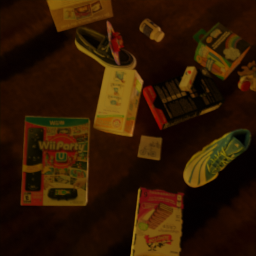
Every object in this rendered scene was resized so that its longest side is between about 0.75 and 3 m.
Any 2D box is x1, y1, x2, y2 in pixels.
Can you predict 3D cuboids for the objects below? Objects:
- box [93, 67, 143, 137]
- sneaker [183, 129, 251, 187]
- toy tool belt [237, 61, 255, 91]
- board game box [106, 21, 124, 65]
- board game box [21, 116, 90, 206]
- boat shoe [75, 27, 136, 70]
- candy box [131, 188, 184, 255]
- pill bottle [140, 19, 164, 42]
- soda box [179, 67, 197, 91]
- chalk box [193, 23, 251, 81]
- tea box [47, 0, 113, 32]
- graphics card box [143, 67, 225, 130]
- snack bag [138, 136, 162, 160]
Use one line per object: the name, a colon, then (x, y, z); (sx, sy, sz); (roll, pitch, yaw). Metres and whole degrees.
box: (-0.334, -0.913, 10.404); (1.158, 1.286, 2.286); (10, 84, 16)
sneaker: (3.219, 0.930, 10.022); (2.931, 1.540, 1.110); (-39, 74, -14)
toy tool belt: (5.163, -2.133, 11.588); (1.885, 1.177, 1.158); (-18, 39, -10)
board game box: (-0.436, -3.399, 11.116); (0.337, 1.367, 1.731); (-12, 69, 12)
board game box: (-2.458, 1.128, 9.693); (2.168, 0.944, 2.938); (1, 84, -5)
boat shoe: (-1.045, -3.360, 11.946); (2.951, 1.047, 1.064); (25, 71, 8)
candy box: (1.001, 3.292, 9.480); (1.563, 0.699, 2.291); (7, 70, 0)
pill bottle: (1.080, -4.347, 12.572); (0.614, 0.614, 1.027); (-42, 74, -15)
soda box: (2.353, -1.924, 10.969); (0.335, 0.314, 0.985); (9, 64, 38)
chalk box: (3.713, -3.324, 11.811); (2.127, 1.318, 1.328); (42, 76, 16)
tea box: (-2.291, -5.862, 12.248); (2.570, 1.717, 2.529); (-19, 53, -7)
graphics card box: (2.216, -1.217, 11.297); (2.802, 0.713, 1.758); (-22, 70, -8)
snack bag: (0.843, 0.757, 10.869); (0.855, 0.097, 0.907); (7, 70, 2)
